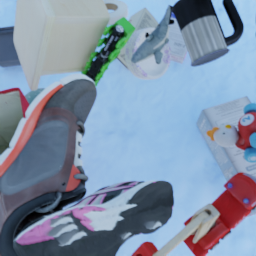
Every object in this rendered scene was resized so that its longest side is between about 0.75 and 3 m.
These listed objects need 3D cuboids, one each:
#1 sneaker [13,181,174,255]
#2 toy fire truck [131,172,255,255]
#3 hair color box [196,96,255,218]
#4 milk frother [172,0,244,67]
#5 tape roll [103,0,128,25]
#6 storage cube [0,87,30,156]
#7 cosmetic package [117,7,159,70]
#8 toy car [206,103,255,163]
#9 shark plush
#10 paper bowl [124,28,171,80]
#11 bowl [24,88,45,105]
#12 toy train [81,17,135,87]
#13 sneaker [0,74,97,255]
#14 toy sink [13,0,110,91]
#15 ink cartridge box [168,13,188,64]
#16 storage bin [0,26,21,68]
[{"bbox_3d":[-0.364,1.086,3.239,1.839,0.794,0.739,-9,93,-32],"label":"sneaker"},{"bbox_3d":[1.276,1.689,4.814,2.464,1.738,0.601,-48,56,8],"label":"toy fire truck"},{"bbox_3d":[3.178,0.690,7.532,1.447,0.886,2.924,-17,63,-9],"label":"hair color box"},{"bbox_3d":[1.912,-2.600,6.860,1.567,1.737,1.634,-22,85,29],"label":"milk frother"},{"bbox_3d":[-0.759,-4.253,10.254,1.529,0.279,1.529,-2,49,2],"label":"tape roll"},{"bbox_3d":[-3.129,0.870,6.611,2.248,2.364,2.629,-16,64,-8],"label":"storage cube"},{"bbox_3d":[0.296,-2.928,9.273,0.792,0.938,1.814,-9,49,48],"label":"cosmetic package"},{"bbox_3d":[2.334,0.097,6.201,1.135,1.004,1.046,2,49,7],"label":"toy car"},{"bbox_3d":[0.450,-1.443,4.561,0.455,1.093,0.497,-8,72,-32],"label":"shark plush"},{"bbox_3d":[0.459,-1.910,7.329,1.289,1.289,0.671,-48,31,-21],"label":"paper bowl"},{"bbox_3d":[-2.600,-0.606,8.391,1.078,0.564,1.078,0,63,-1],"label":"bowl"},{"bbox_3d":[-0.563,-1.524,6.315,0.500,2.394,0.675,44,56,-3],"label":"toy train"},{"bbox_3d":[-0.954,0.485,3.746,1.170,1.101,2.856,21,58,11],"label":"sneaker"},{"bbox_3d":[-1.619,-2.225,6.413,1.416,2.528,1.648,-13,70,-31],"label":"toy sink"},{"bbox_3d":[1.679,-3.201,9.843,1.158,0.407,1.940,20,67,10],"label":"ink cartridge box"},{"bbox_3d":[-3.726,-2.625,9.256,1.591,1.158,1.068,-7,90,-4],"label":"storage bin"}]
